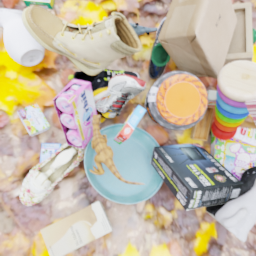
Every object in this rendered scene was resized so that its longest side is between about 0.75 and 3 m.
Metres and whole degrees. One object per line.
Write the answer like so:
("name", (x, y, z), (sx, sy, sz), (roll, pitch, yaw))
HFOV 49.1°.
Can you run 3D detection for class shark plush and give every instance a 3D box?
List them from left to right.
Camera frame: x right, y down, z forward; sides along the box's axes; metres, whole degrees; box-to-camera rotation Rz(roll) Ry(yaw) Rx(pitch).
("shark plush", (0.269, -3.846, 10.988), (1.711, 0.712, 0.777), (17, 76, 4))

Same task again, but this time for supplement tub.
("supplement tub", (1.450, -0.814, 8.857), (1.741, 2.841, 1.741), (0, 92, 1))

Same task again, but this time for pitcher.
("pitcher", (-3.843, -3.553, 10.725), (1.917, 1.355, 2.235), (-22, 70, -26))

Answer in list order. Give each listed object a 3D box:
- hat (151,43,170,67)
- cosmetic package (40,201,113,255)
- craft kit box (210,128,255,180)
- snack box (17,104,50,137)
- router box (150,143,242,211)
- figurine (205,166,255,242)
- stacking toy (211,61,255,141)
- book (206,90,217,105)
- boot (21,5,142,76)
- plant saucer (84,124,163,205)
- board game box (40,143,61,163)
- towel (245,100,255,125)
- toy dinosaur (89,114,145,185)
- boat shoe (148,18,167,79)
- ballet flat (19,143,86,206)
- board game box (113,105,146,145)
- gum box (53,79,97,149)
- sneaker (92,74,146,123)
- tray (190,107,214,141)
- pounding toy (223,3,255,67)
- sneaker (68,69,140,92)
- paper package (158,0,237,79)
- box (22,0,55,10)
("hat", (1.333, -2.399, 9.601), (0.751, 0.799, 0.907), (-30, 74, 35))
("cosmetic package", (-1.633, 3.297, 9.099), (2.061, 0.733, 1.084), (-27, 77, -7))
("craft kit box", (4.295, 1.454, 9.653), (2.894, 0.702, 2.858), (5, 78, 2))
("snack box", (-3.266, -0.270, 9.695), (0.713, 0.266, 1.003), (-27, 76, -28))
("router box", (1.985, 1.381, 8.643), (1.767, 2.358, 0.733), (-4, 118, -22))
("figurine", (3.335, 1.930, 7.968), (0.946, 2.197, 2.144), (40, 88, 9))
("stacking toy", (3.104, -0.528, 8.281), (1.276, 2.989, 1.276), (-4, 59, 6))
("book", (3.199, -1.028, 9.610), (1.212, 1.814, 0.436), (4, 91, 5))
("boot", (-1.288, -2.787, 8.122), (2.979, 2.315, 1.084), (34, 58, -36))
("plant saucer", (-0.124, 1.214, 9.465), (2.786, 0.501, 2.786), (7, 63, -14))
("board game box", (-2.766, 1.024, 9.989), (0.701, 0.170, 0.927), (2, 75, 0))
("towel", (3.238, -0.119, 6.399), (0.188, 0.920, 1.257), (-33, 99, -7))
("toy dinosaur", (-0.646, 0.875, 8.043), (0.832, 1.462, 2.753), (-18, 61, -22))
("boat shoe", (1.172, -2.795, 10.035), (0.786, 0.745, 2.248), (23, 117, 9))
("ballet flat", (-2.589, 1.414, 9.380), (1.096, 0.926, 2.897), (42, 79, 2))
("board game box", (0.022, -0.049, 8.155), (0.258, 1.282, 0.981), (34, 74, -3))
("gum box", (-1.563, -0.450, 8.701), (0.647, 1.955, 1.110), (13, 46, 20))
("sneaker", (-0.356, -0.895, 9.335), (1.057, 2.715, 1.116), (14, 65, -33))
("tray", (2.583, -0.167, 9.802), (0.595, 0.223, 1.206), (7, 98, -20))
("pounding toy", (3.671, -2.904, 10.288), (2.600, 1.848, 2.394), (0, 78, 18))
("sneaker", (-0.851, -1.716, 10.236), (2.604, 1.078, 0.934), (-5, 75, -1))
("paper package", (2.236, -3.039, 8.548), (1.233, 2.272, 2.384), (8, 71, 39))
("box", (-3.580, -5.991, 11.682), (1.191, 0.491, 2.031), (7, 78, 2))
